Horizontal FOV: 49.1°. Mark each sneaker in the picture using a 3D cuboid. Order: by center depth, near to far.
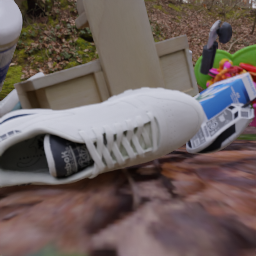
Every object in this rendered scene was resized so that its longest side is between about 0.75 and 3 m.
[{"bbox_3d":[-0.196,0.122,2.470,2.024,0.773,0.815,-13,13,-11],"label":"sneaker"},{"bbox_3d":[-3.049,-0.831,8.858,1.060,1.175,2.869,-32,18,28],"label":"sneaker"}]

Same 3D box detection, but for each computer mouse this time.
[{"bbox_3d":[1.167,-0.061,3.062,1.199,0.263,0.658,-39,19,24],"label":"computer mouse"}]

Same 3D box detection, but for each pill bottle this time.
[{"bbox_3d":[-2.373,-0.789,3.817,1.255,1.255,2.260,-6,-34,-43],"label":"pill bottle"}]

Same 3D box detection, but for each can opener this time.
[{"bbox_3d":[1.760,-1.562,5.667,0.437,0.349,1.308,32,-24,23],"label":"can opener"}]

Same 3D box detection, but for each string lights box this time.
[{"bbox_3d":[1.411,-0.360,4.815,1.565,0.461,0.804,-32,10,-30],"label":"string lights box"}]

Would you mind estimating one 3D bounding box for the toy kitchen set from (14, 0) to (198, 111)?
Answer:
[{"bbox_3d":[-0.626,-1.175,4.845,2.530,2.064,2.282,-22,15,-24],"label":"toy kitchen set"}]

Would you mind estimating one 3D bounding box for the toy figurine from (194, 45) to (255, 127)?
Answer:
[{"bbox_3d":[2.819,-0.903,6.369,2.690,2.019,2.476,21,22,6],"label":"toy figurine"}]

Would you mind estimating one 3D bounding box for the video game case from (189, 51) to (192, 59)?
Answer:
[{"bbox_3d":[0.955,-1.128,8.009,1.511,2.110,0.190,-1,27,-3],"label":"video game case"}]
